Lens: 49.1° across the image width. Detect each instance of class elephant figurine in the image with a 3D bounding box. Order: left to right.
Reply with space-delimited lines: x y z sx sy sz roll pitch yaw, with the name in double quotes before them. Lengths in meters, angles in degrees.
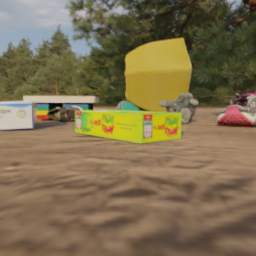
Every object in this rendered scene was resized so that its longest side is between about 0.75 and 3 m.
"elephant figurine" 1.690 -0.555 9.792 1.452 1.126 1.027 -35 -11 -34

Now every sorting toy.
"sorting toy" -2.784 -0.884 12.428 2.827 0.984 2.810 0 5 -3

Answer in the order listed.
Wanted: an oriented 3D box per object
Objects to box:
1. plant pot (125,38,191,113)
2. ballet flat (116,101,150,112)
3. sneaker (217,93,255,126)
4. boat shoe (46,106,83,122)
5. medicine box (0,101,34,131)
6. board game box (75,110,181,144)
"plant pot" 1.298 -2.483 13.797 2.904 2.821 2.839 -1 44 0
"ballet flat" 0.500 -0.974 14.482 2.608 0.938 0.938 -2 6 -32
"sneaker" 3.713 -0.625 9.247 1.165 1.079 2.890 3 7 33
"boat shoe" -2.413 -0.479 10.684 1.728 0.633 0.560 -1 14 37
"medicine box" -3.402 -0.373 8.010 1.320 0.746 1.449 -4 8 -18
"board game box" -0.090 -0.093 6.351 1.187 0.556 2.337 -5 7 -41
